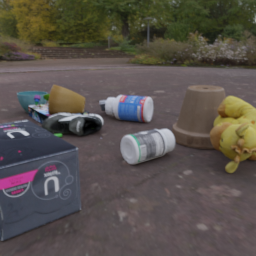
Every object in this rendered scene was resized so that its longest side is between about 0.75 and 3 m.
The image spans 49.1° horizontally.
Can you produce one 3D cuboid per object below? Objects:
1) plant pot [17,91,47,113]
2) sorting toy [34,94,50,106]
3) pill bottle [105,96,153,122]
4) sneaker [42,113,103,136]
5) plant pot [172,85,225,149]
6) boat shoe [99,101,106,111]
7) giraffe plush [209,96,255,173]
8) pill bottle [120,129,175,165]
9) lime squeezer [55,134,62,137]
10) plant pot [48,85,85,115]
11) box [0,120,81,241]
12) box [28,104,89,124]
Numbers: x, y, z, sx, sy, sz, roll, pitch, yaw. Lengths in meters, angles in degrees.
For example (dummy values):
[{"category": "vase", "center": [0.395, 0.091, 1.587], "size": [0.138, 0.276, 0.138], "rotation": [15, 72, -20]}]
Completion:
[{"category": "plant pot", "center": [-4.941, -1.305, 14.546], "size": [1.491, 1.004, 1.491], "rotation": [2, 15, 0]}, {"category": "sorting toy", "center": [-3.584, -1.207, 13.102], "size": [1.698, 0.585, 0.589], "rotation": [0, -21, 0]}, {"category": "pill bottle", "center": [0.029, -0.914, 13.011], "size": [2.063, 1.158, 1.158], "rotation": [6, 17, 20]}, {"category": "sneaker", "center": [-2.098, -0.125, 10.845], "size": [2.417, 0.803, 1.094], "rotation": [-2, 12, -14]}, {"category": "plant pot", "center": [2.714, -0.491, 10.155], "size": [2.238, 1.952, 2.238], "rotation": [-1, 17, 0]}, {"category": "boat shoe", "center": [-0.891, -1.035, 14.341], "size": [0.640, 0.607, 1.832], "rotation": [-5, -1, 19]}, {"category": "giraffe plush", "center": [3.169, 0.265, 7.907], "size": [1.924, 2.047, 2.372], "rotation": [-28, 13, -35]}, {"category": "pill bottle", "center": [0.624, 0.528, 8.550], "size": [1.548, 0.875, 0.875], "rotation": [-11, 20, -34]}, {"category": "lime squeezer", "center": [-3.642, 0.323, 10.034], "size": [2.467, 0.465, 0.871], "rotation": [-5, 17, -13]}, {"category": "plant pot", "center": [-2.454, -1.015, 11.416], "size": [1.331, 1.240, 1.240], "rotation": [11, 16, -5]}, {"category": "box", "center": [-2.468, 0.889, 6.214], "size": [1.699, 1.474, 2.779], "rotation": [-13, 22, -38]}, {"category": "box", "center": [-3.348, -0.675, 13.282], "size": [1.916, 0.529, 2.805], "rotation": [-12, 20, -34]}]
